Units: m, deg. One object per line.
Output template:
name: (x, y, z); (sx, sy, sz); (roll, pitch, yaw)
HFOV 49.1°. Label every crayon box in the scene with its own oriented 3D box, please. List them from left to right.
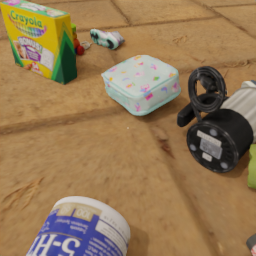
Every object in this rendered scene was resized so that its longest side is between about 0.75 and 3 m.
crayon box: (-3.264, -3.189, 10.316); (2.799, 2.415, 0.816); (24, 46, 26)

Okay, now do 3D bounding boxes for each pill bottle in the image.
pill bottle: (-1.011, 2.517, 4.297); (1.537, 1.537, 2.569); (10, 41, 12)

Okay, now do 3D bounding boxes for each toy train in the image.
toy train: (-2.349, -3.850, 11.958); (0.954, 1.304, 2.254); (24, 46, 24)

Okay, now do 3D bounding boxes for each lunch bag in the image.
lunch bag: (0.350, -1.435, 9.118); (1.927, 0.926, 2.403); (-34, 40, -14)

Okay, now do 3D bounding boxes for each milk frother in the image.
milk frother: (2.588, -0.547, 7.077); (2.256, 2.399, 2.165); (-34, 67, -33)

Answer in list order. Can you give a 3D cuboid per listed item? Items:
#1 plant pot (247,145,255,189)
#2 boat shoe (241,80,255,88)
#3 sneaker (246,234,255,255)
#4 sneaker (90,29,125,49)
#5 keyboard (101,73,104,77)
plant pot: (3.563, 0.936, 6.336); (1.551, 1.634, 1.634); (4, 39, 23)
boat shoe: (4.444, -0.661, 8.494); (0.854, 1.035, 2.763); (-15, 32, 0)
sneaker: (3.210, 2.294, 5.332); (1.661, 0.555, 0.890); (-15, 43, -11)
sneaker: (-0.875, -4.214, 12.984); (1.635, 0.636, 1.144); (35, 49, 22)
keyboard: (0.292, -2.172, 10.893); (2.591, 0.138, 0.729); (-18, 44, -19)
